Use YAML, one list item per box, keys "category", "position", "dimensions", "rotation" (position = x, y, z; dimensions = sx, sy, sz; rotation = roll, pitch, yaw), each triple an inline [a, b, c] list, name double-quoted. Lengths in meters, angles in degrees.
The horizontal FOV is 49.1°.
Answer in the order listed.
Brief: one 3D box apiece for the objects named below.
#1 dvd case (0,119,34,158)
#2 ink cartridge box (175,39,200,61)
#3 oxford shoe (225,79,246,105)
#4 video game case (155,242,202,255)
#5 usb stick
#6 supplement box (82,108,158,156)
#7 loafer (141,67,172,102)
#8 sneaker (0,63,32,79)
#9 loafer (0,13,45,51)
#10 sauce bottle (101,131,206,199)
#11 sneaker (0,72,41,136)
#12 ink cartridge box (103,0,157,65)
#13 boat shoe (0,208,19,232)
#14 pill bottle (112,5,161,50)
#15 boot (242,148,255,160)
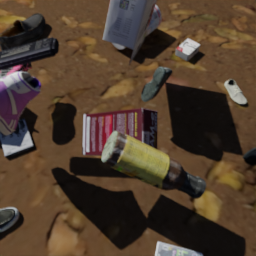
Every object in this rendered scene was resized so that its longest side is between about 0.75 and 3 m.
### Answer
- category: "dvd case"
  position: [-4.031, 0.345, 10.020]
  dimensions: [0.999, 0.164, 1.329]
  rotation: [-21, 59, -14]
- category: "ink cartridge box"
  position: [2.633, -3.460, 12.402]
  dimensions: [0.673, 0.380, 0.916]
  rotation: [35, 64, 22]
- category: "oxford shoe"
  position: [4.255, -1.437, 11.086]
  dimensions: [0.474, 0.364, 1.260]
  rotation: [-15, 60, -13]
- category: "video game case"
  position: [1.295, 3.987, 7.610]
  dimensions: [1.282, 0.165, 1.411]
  rotation: [12, 57, 8]
- category: "usb stick"
  position: [-3.107, -1.996, 7.827]
  dimensions: [2.426, 0.396, 0.673]
  rotation: [-13, 49, 9]
- category: "supplement box"
  position: [-0.252, 0.153, 6.867]
  dimensions: [2.014, 0.613, 1.096]
  rotation: [-2, 85, 42]
- category: "loafer"
  position: [0.916, -1.330, 8.908]
  dimensions: [0.467, 1.485, 0.533]
  rotation: [-8, 63, -30]
- category: "sneaker"
  position: [-3.832, -1.942, 9.675]
  dimensions: [0.708, 0.854, 1.791]
  rotation: [9, 45, 10]
- category: "loafer"
  position: [-4.713, -4.411, 12.639]
  dimensions: [1.041, 1.034, 2.860]
  rotation: [17, 57, 12]
- category: "sauce bottle"
  position: [0.525, 0.767, 5.234]
  dimensions: [2.061, 0.667, 0.667]
  rotation: [27, 57, -14]
- category: "sneaker"
  position: [-2.980, -0.643, 7.537]
  dimensions: [1.536, 2.695, 0.977]
  rotation: [-34, 90, -19]
- category: "ink cartridge box"
  position: [0.121, -3.627, 9.171]
  dimensions: [1.072, 2.245, 2.557]
  rotation: [20, 37, 3]
- category: "boat shoe"
  position: [-4.169, 2.810, 8.169]
  dimensions: [1.853, 0.524, 0.636]
  rotation: [-19, 59, -12]
- category: "pill bottle"
  position: [0.295, -4.569, 12.575]
  dimensions: [1.316, 1.316, 2.421]
  rotation: [36, 63, 21]
- category: "boot"
  position: [4.494, 1.059, 9.408]
  dimensions: [1.006, 0.384, 0.846]
  rotation: [-20, 55, -20]
